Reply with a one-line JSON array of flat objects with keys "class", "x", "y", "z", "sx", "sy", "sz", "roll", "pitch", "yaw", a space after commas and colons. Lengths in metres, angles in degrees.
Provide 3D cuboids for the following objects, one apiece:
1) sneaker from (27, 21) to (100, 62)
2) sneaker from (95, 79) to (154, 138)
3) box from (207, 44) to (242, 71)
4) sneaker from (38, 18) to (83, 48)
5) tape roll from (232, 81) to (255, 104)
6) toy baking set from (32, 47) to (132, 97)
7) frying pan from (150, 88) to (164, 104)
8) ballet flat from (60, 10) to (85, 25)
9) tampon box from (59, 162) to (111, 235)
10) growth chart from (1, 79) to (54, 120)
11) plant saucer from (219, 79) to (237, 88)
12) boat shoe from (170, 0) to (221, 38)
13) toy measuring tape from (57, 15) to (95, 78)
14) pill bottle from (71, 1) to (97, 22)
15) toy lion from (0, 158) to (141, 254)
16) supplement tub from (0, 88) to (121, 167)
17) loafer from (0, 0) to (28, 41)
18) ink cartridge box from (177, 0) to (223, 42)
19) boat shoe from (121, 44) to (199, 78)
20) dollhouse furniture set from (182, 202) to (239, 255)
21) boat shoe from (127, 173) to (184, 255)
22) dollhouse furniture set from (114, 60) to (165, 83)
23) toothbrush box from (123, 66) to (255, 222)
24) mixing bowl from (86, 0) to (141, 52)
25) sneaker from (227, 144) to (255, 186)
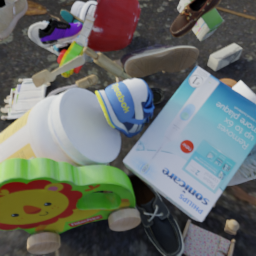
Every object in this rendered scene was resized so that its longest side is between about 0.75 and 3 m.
[{"class": "sneaker", "x": -2.526, "y": -3.124, "z": 10.251, "sx": 2.852, "sy": 1.069, "sz": 1.236, "roll": 20, "pitch": 30, "yaw": 9}, {"class": "sneaker", "x": 0.138, "y": -0.402, "z": 5.977, "sx": 0.992, "sy": 2.411, "sz": 0.891, "roll": -29, "pitch": 80, "yaw": 7}, {"class": "box", "x": 4.229, "y": -3.094, "z": 12.245, "sx": 1.502, "sy": 0.617, "sz": 0.514, "roll": -30, "pitch": 58, "yaw": -20}, {"class": "sneaker", "x": -2.093, "y": -3.053, "z": 8.623, "sx": 1.444, "sy": 0.718, "sz": 0.502, "roll": -28, "pitch": 48, "yaw": -13}, {"class": "tape roll", "x": 3.058, "y": -0.768, "z": 7.124, "sx": 0.920, "sy": 0.322, "sz": 0.920, "roll": 35, "pitch": 26, "yaw": -20}, {"class": "toy baking set", "x": -0.993, "y": -0.984, "z": 6.852, "sx": 1.822, "sy": 2.374, "sz": 0.276, "roll": -54, "pitch": 37, "yaw": 2}, {"class": "frying pan", "x": 0.933, "y": -1.027, "z": 10.893, "sx": 0.788, "sy": 0.212, "sz": 1.303, "roll": 18, "pitch": 66, "yaw": 17}, {"class": "ballet flat", "x": -2.100, "y": -4.212, "z": 10.933, "sx": 1.153, "sy": 0.408, "sz": 0.408, "roll": 32, "pitch": 56, "yaw": -2}, {"class": "tampon box", "x": -1.405, "y": 1.803, "z": 7.974, "sx": 2.107, "sy": 1.330, "sz": 1.579, "roll": -17, "pitch": 54, "yaw": -13}, {"class": "growth chart", "x": -3.979, "y": -1.202, "z": 11.027, "sx": 1.658, "sy": 0.203, "sz": 2.291, "roll": 2, "pitch": 52, "yaw": 2}, {"class": "plant saucer", "x": 2.917, "y": -0.944, "z": 8.374, "sx": 1.028, "sy": 1.028, "sz": 0.192, "roll": 35, "pitch": 42, "yaw": 24}, {"class": "boat shoe", "x": 2.166, "y": -3.910, "z": 9.415, "sx": 1.993, "sy": 0.701, "sz": 0.702, "roll": -41, "pitch": 70, "yaw": 22}, {"class": "toy measuring tape", "x": -1.481, "y": -2.137, "z": 7.821, "sx": 0.750, "sy": 2.038, "sz": 0.750, "roll": 20, "pitch": 43, "yaw": -20}, {"class": "pill bottle", "x": -1.321, "y": -5.103, "z": 13.250, "sx": 2.644, "sy": 1.469, "sz": 1.469, "roll": 22, "pitch": 55, "yaw": 16}, {"class": "toy lion", "x": -1.338, "y": 1.357, "z": 5.263, "sx": 2.831, "sy": 2.714, "sz": 0.972, "roll": -15, "pitch": 51, "yaw": -1}, {"class": "supplement tub", "x": -1.687, "y": 0.487, "z": 6.200, "sx": 2.684, "sy": 1.951, "sz": 1.951, "roll": -29, "pitch": 44, "yaw": 31}, {"class": "loafer", "x": -4.052, "y": -3.897, "z": 9.085, "sx": 1.046, "sy": 0.944, "sz": 2.766, "roll": -8, "pitch": 50, "yaw": 7}, {"class": "ink cartridge box", "x": 2.490, "y": -4.484, "z": 10.466, "sx": 0.663, "sy": 1.160, "sz": 2.235, "roll": -34, "pitch": 89, "yaw": -4}, {"class": "boat shoe", "x": 1.043, "y": -2.327, "z": 9.166, "sx": 2.668, "sy": 0.960, "sz": 0.865, "roll": -16, "pitch": 51, "yaw": -17}, {"class": "dollhouse furniture set", "x": 2.100, "y": 2.859, "z": 7.263, "sx": 1.361, "sy": 1.163, "sz": 2.626, "roll": 23, "pitch": 55, "yaw": 17}, {"class": "boat shoe", "x": 0.646, "y": 2.354, "z": 7.740, "sx": 0.908, "sy": 0.855, "sz": 2.527, "roll": -32, "pitch": 56, "yaw": 6}, {"class": "dollhouse furniture set", "x": 0.435, "y": -2.413, "z": 11.669, "sx": 2.005, "sy": 1.039, "sz": 0.888, "roll": -11, "pitch": 93, "yaw": -8}, {"class": "toothbrush box", "x": 1.423, "y": 0.338, "z": 6.052, "sx": 1.918, "sy": 1.117, "sz": 2.619, "roll": 37, "pitch": 82, "yaw": 11}, {"class": "mixing bowl", "x": -0.391, "y": -3.385, "z": 8.797, "sx": 1.288, "sy": 2.379, "sz": 2.379, "roll": 16, "pitch": 52, "yaw": -10}, {"class": "sneaker", "x": 3.090, "y": 0.630, "z": 6.466, "sx": 1.116, "sy": 2.921, "sz": 1.176, "roll": 39, "pitch": 37, "yaw": -7}]
